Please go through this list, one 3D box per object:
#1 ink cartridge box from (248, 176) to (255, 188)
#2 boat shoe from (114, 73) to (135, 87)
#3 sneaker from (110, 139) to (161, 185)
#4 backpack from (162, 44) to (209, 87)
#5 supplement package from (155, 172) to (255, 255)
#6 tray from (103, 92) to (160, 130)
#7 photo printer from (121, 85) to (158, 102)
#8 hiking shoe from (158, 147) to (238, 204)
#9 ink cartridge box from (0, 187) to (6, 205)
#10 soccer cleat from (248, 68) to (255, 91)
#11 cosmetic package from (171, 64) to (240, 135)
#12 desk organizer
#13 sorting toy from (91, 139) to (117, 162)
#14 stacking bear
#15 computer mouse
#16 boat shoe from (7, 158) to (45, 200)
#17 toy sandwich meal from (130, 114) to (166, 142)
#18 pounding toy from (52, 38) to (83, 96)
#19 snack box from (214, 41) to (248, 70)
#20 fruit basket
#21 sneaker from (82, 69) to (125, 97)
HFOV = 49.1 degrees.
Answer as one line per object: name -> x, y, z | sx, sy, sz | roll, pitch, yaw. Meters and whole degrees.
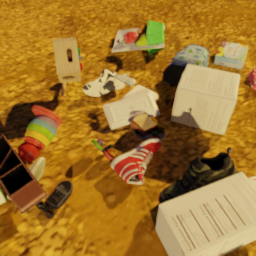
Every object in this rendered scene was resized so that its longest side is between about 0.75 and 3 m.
ink cartridge box -> 4.623, 2.203, 9.192 | 0.961, 0.560, 1.327 | -11, 46, -11
boat shoe -> -0.111, -2.268, 12.638 | 1.086, 0.401, 0.463 | 29, 83, 30
sneaker -> 0.558, 1.237, 10.035 | 2.113, 0.753, 1.189 | -28, 49, -18
backpack -> 3.076, -3.064, 13.899 | 1.941, 1.830, 2.380 | 22, 34, 29
supplement package -> 2.372, 2.683, 7.963 | 2.797, 1.591, 1.532 | -16, 48, -16
tray -> 0.147, -0.805, 12.020 | 2.264, 0.251, 1.216 | -17, 71, -10
photo printer -> 0.470, -1.236, 12.683 | 1.229, 0.513, 1.477 | 29, 52, 23
hiking shoe -> 2.065, 1.509, 8.772 | 2.697, 1.358, 1.021 | -27, 33, -5
ink cartridge box -> -5.231, 1.769, 9.456 | 1.382, 0.794, 2.359 | -25, 50, -23
soccer cleat -> 6.400, -2.381, 13.919 | 0.644, 0.562, 1.685 | 28, 43, -7
cosmetic package -> 3.216, -1.231, 11.712 | 2.264, 1.883, 1.895 | 16, 47, 14
desk organizer -> -3.703, 1.389, 8.946 | 0.913, 0.980, 2.545 | -35, 52, -21
sorting toy -> -0.826, 0.748, 10.470 | 0.481, 0.703, 1.171 | -43, 79, -4
stacking bear -> -3.233, 0.334, 9.946 | 1.066, 1.139, 1.875 | 13, 62, 21
computer mouse -> -2.345, 2.319, 9.280 | 0.909, 0.346, 1.313 | 31, 63, 27
boat shoe -> -3.503, 1.707, 9.638 | 0.649, 0.635, 1.821 | 16, 50, 9
toy sandwich meal -> 0.849, 0.017, 11.307 | 1.512, 0.518, 1.512 | 5, 40, -4
pounding toy -> -2.667, -2.611, 12.980 | 1.136, 2.484, 2.182 | -8, 86, -9
snack box -> 5.694, -4.026, 15.438 | 1.507, 0.605, 1.788 | 18, 48, 18
fruit basket -> 0.666, -5.131, 16.337 | 2.946, 1.381, 2.729 | -8, 43, 15
sneaker -> -1.278, -2.240, 13.561 | 2.018, 0.805, 1.313 | -20, 38, -7
